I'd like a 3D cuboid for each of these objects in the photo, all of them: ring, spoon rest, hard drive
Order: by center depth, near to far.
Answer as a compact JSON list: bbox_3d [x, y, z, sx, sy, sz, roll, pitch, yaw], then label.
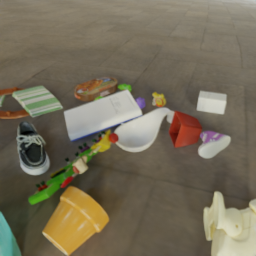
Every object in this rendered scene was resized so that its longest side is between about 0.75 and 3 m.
[{"bbox_3d":[0.737,-0.022,10.086,2.914,0.883,1.448,-27,43,-36],"label":"spoon rest"},{"bbox_3d":[-1.030,-0.538,10.766,2.723,0.345,1.797,-20,36,-6],"label":"hard drive"},{"bbox_3d":[-5.031,-1.180,12.195,2.580,0.248,2.580,4,35,-3],"label":"ring"}]

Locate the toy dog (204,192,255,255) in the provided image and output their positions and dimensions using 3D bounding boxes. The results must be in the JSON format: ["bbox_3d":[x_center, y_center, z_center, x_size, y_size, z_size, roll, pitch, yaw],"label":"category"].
[{"bbox_3d":[2.845,2.341,6.120,1.987,1.387,1.927,3,44,3],"label":"toy dog"}]

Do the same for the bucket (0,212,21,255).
[{"bbox_3d":[-3.813,2.409,5.422,3.040,1.978,3.040,-1,33,1],"label":"bucket"}]

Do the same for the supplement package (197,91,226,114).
[{"bbox_3d":[3.540,-1.073,11.867,1.104,0.648,0.646,10,35,15],"label":"supplement package"}]

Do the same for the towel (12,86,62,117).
[{"bbox_3d":[-3.960,-1.190,12.192,1.511,0.232,1.981,-22,45,-35],"label":"towel"}]

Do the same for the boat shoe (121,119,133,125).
[{"bbox_3d":[-0.151,-0.378,11.020,1.201,0.426,0.433,25,41,32],"label":"boat shoe"}]

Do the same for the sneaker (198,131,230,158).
[{"bbox_3d":[2.693,0.531,9.607,1.562,0.566,0.891,-16,32,-40],"label":"sneaker"}]

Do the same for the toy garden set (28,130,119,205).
[{"bbox_3d":[-1.510,0.961,7.800,2.048,0.490,2.456,-30,10,43],"label":"toy garden set"}]

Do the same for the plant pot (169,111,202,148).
[{"bbox_3d":[2.059,0.069,9.950,0.856,0.971,0.972,5,33,-9],"label":"plant pot"}]

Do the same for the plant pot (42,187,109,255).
[{"bbox_3d":[-1.292,2.219,6.513,1.259,1.259,1.153,22,55,30],"label":"plant pot"}]

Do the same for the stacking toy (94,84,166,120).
[{"bbox_3d":[0.058,-1.142,12.121,2.542,0.597,1.916,21,37,32],"label":"stacking toy"}]

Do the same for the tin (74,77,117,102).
[{"bbox_3d":[-1.502,-1.846,13.254,2.257,0.472,1.264,-28,38,-35],"label":"tin"}]

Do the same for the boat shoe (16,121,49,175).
[{"bbox_3d":[-3.196,0.558,9.237,0.895,0.828,2.424,-12,35,-17],"label":"boat shoe"}]

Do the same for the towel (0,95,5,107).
[{"bbox_3d":[-6.499,-1.170,12.416,1.829,0.214,1.395,-7,35,-11],"label":"towel"}]
